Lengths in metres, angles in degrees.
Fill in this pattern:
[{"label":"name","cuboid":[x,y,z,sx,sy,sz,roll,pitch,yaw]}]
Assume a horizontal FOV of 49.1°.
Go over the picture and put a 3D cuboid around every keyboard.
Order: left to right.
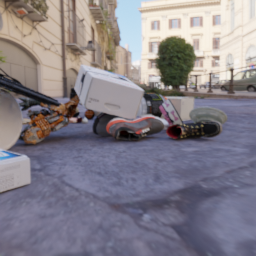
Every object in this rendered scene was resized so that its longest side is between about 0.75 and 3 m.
[{"label":"keyboard","cuboid":[-2.926,-1.203,6.560,2.700,0.535,1.406,23,-5,-43]}]

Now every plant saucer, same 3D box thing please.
[{"label":"plant saucer","cuboid":[3.116,-0.305,11.014,1.457,0.366,1.457,12,-24,5]}]

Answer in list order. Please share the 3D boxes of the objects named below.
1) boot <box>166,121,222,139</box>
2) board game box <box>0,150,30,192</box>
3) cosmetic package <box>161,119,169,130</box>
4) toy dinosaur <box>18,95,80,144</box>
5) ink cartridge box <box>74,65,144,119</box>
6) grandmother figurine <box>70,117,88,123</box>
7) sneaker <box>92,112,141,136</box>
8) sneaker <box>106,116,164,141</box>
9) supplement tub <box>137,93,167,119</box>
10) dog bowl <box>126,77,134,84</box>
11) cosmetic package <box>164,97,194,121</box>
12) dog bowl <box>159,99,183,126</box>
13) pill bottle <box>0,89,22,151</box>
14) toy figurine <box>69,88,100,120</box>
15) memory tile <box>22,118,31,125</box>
[{"label":"boot","cuboid":[2.023,0.074,8.743,1.121,0.545,1.489,-4,4,-35]},{"label":"board game box","cuboid":[-3.315,0.670,4.754,2.938,0.509,1.855,6,10,38]},{"label":"cosmetic package","cuboid":[1.085,-0.128,11.113,0.931,0.241,0.702,-2,21,-10]},{"label":"toy dinosaur","cuboid":[-2.431,-0.304,8.920,1.798,1.353,2.649,7,13,32]},{"label":"ink cartridge box","cuboid":[-0.728,-1.271,9.412,1.735,1.001,2.392,12,16,-22]},{"label":"grandmother figurine","cuboid":[-2.361,-0.348,13.083,0.999,0.303,0.606,5,36,13]},{"label":"sneaker","cuboid":[-0.128,-0.140,9.610,1.029,0.875,2.352,18,20,34]},{"label":"sneaker","cuboid":[0.325,0.149,8.726,1.942,0.748,0.795,-5,37,-21]},{"label":"supplement tub","cuboid":[0.854,-0.898,12.780,1.382,1.382,2.257,8,10,44]},{"label":"dog bowl","cuboid":[-0.344,-1.507,14.344,0.801,2.172,2.172,3,8,22]},{"label":"cosmetic package","cuboid":[2.029,-1.073,15.003,2.665,1.163,1.377,7,10,43]},{"label":"dog bowl","cuboid":[1.582,-0.398,10.186,0.475,1.287,1.287,-30,5,7]},{"label":"pill bottle","cuboid":[-4.394,-0.239,7.272,2.877,1.622,1.622,3,8,22]},{"label":"toy figurine","cuboid":[-1.957,-1.281,15.480,2.315,1.636,2.351,15,15,43]},{"label":"memory tile","cuboid":[-5.286,-0.300,13.082,1.466,0.161,1.913,-7,10,-43]}]
